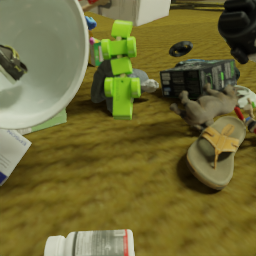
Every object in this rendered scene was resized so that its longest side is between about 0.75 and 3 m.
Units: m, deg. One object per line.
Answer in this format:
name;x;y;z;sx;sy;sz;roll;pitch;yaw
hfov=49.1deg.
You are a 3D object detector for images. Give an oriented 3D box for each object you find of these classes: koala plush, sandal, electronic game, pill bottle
koala plush;-0.024;-1.623;9.949;2.010;1.847;1.782;-8;29;-37
sandal;2.304;0.339;6.922;1.153;0.775;2.870;29;44;19
electronic game;1.954;-2.924;10.393;0.898;0.898;0.187;-9;71;-15
pill bottle;-0.574;1.997;4.345;1.308;0.745;0.745;-2;30;-2

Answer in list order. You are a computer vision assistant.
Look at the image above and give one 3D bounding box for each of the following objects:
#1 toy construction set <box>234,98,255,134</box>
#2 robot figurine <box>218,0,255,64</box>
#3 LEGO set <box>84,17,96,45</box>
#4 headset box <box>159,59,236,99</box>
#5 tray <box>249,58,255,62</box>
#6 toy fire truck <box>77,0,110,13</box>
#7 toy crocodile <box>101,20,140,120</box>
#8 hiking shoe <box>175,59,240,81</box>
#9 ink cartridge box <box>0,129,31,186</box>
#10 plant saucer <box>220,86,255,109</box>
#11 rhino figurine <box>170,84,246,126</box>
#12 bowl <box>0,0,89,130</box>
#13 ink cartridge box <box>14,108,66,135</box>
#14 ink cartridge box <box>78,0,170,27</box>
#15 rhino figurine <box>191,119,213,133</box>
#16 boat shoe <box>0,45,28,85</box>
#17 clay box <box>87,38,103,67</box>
toy construction set;3.997;-0.047;7.838;1.498;1.381;1.797;-49;33;-12
robot figurine;2.846;-2.363;6.694;1.715;1.289;1.070;25;32;-45
LEGO set;-1.661;-3.475;10.184;0.931;0.865;2.268;54;29;2
headset box;2.643;-1.869;10.433;2.183;1.012;1.900;-22;20;-34
tray;3.750;-2.832;7.700;1.054;1.963;0.218;28;10;18
toy fire truck;-0.820;-3.331;6.984;2.137;0.521;1.507;-20;0;0
toy crocodile;-0.129;-1.239;6.011;0.728;2.156;0.666;-4;1;9
hiking shoe;3.448;-2.592;12.131;2.734;1.017;1.185;14;33;23
ink cartridge box;-3.415;0.363;6.359;1.928;0.425;1.964;42;23;-18
plant saucer;4.030;-1.234;10.371;1.641;0.412;1.641;0;30;0
rhino figurine;0.850;-0.253;2.793;0.816;0.244;0.357;-20;52;-19
bowl;-1.896;-1.414;5.248;2.811;2.811;1.263;6;6;10
ink cartridge box;-3.507;-0.685;9.214;1.982;0.653;2.724;-20;37;-31
ink cartridge box;-0.169;-4.017;8.464;2.446;1.037;1.781;29;43;25
rhino figurine;2.288;-0.330;8.619;0.720;0.492;1.646;31;29;-8
boat shoe;-2.070;-1.167;4.742;0.432;0.512;1.436;-41;0;-11
clay box;-1.973;-4.046;14.490;0.503;1.214;2.113;-17;34;-24
